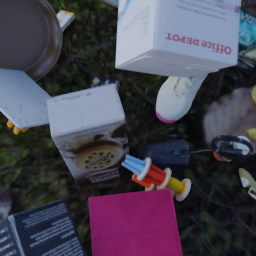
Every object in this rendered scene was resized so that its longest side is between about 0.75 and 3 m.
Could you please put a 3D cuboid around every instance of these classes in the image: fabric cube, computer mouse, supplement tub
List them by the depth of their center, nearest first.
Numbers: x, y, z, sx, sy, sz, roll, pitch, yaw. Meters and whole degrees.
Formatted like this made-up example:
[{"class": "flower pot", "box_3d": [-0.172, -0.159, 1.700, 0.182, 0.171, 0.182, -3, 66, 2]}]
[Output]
[{"class": "fabric cube", "box_3d": [0.123, 2.206, 5.742, 1.598, 1.573, 1.603, -6, 69, -3]}, {"class": "computer mouse", "box_3d": [1.397, 0.522, 6.000, 2.373, 0.404, 0.695, -8, 76, 19]}, {"class": "supplement tub", "box_3d": [2.496, 0.524, 6.767, 0.501, 0.817, 0.501, 9, 69, -27]}]

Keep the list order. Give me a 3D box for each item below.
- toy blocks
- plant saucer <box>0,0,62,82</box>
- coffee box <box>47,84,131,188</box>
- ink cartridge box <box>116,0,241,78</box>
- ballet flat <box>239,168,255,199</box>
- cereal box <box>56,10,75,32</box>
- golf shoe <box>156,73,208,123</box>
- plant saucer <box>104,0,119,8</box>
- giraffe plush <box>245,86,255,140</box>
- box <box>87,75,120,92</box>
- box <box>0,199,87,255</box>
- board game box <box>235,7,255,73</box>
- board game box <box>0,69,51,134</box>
[{"class": "toy blocks", "box_3d": [0.468, 1.095, 6.190, 1.456, 1.213, 0.529, 28, 67, -7]}, {"class": "plant saucer", "box_3d": [-3.120, -2.237, 6.910, 2.891, 2.891, 0.464, -24, 52, -9]}, {"class": "coffee box", "box_3d": [-0.709, 0.300, 6.017, 1.333, 2.358, 0.941, -14, 56, -5]}, {"class": "ink cartridge box", "box_3d": [0.974, -2.529, 5.838, 1.901, 1.892, 2.591, 4, 90, -24]}, {"class": "ballet flat", "box_3d": [2.946, 1.394, 6.705, 0.299, 0.326, 0.949, -33, 66, -12]}, {"class": "cereal box", "box_3d": [-2.062, -3.252, 8.580, 0.564, 0.155, 0.784, 23, 68, 26]}, {"class": "golf shoe", "box_3d": [1.528, -1.346, 7.369, 0.983, 1.194, 2.609, 28, 74, 10]}, {"class": "plant saucer", "box_3d": [-0.195, -4.804, 7.834, 2.885, 0.724, 2.885, 10, 72, -32]}, {"class": "giraffe plush", "box_3d": [4.472, -0.316, 6.580, 2.250, 2.394, 2.774, 29, 66, -7]}, {"class": "box", "box_3d": [-0.704, -1.026, 7.735, 0.810, 0.203, 0.816, 10, 63, 6]}, {"class": "box", "box_3d": [-1.652, 2.426, 4.607, 1.842, 1.141, 1.810, -33, 73, 30]}, {"class": "board game box", "box_3d": [2.932, -2.984, 8.440, 2.612, 0.368, 1.767, 34, 71, 12]}, {"class": "board game box", "box_3d": [-2.620, -0.711, 6.744, 2.041, 2.042, 0.264, 41, 108, 10]}]
